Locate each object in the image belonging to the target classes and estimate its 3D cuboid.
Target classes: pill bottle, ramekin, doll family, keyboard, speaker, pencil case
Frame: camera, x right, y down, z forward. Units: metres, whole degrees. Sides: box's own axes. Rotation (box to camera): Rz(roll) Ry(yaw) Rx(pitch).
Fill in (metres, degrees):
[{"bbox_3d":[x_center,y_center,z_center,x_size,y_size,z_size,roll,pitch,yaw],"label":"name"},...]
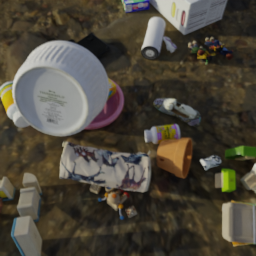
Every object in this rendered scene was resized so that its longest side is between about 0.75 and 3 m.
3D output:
[{"bbox_3d":[-3.988,-0.836,10.139,0.917,0.917,1.627,-25,62,-15],"label":"pill bottle"},{"bbox_3d":[-2.025,-1.042,8.312,2.734,2.734,1.435,7,32,4],"label":"ramekin"},{"bbox_3d":[3.503,-3.205,11.687,1.961,0.769,1.133,-19,42,-6],"label":"doll family"},{"bbox_3d":[-2.259,-3.086,11.894,1.639,0.350,2.730,40,65,15],"label":"keyboard"},{"bbox_3d":[1.165,0.232,9.657,1.156,0.603,0.603,-7,58,-4],"label":"pill bottle"},{"bbox_3d":[1.111,-3.887,12.107,0.787,0.787,1.939,10,59,6],"label":"speaker"},{"bbox_3d":[-0.725,1.134,8.518,2.839,1.104,1.270,10,47,-1],"label":"pencil case"}]

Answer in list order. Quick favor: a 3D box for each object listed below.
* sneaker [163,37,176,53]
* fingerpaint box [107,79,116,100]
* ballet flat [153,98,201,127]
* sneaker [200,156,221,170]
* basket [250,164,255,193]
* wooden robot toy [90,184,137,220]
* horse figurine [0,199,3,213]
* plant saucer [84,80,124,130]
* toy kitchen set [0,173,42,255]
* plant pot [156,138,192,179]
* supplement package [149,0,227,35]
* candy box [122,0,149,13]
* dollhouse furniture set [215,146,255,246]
[{"bbox_3d":[1.699,-3.546,11.942,0.306,0.407,0.817,-15,62,-36],"label":"sneaker"},{"bbox_3d":[-1.523,-1.518,10.127,1.720,0.631,1.435,43,72,10],"label":"fingerpaint box"},{"bbox_3d":[1.811,-0.722,10.229,1.886,0.678,0.678,29,62,17],"label":"ballet flat"},{"bbox_3d":[2.482,1.004,8.326,0.559,0.859,0.343,-31,66,13],"label":"sneaker"},{"bbox_3d":[4.690,1.499,8.489,1.544,1.242,1.531,-33,64,-17],"label":"basket"},{"bbox_3d":[-0.419,2.043,8.448,1.664,0.755,0.733,34,65,19],"label":"wooden robot toy"},{"bbox_3d":[-4.311,2.981,8.036,1.230,0.463,1.856,-3,58,-2],"label":"horse figurine"},{"bbox_3d":[-1.341,-0.889,10.360,2.360,0.598,2.360,0,57,0],"label":"plant saucer"},{"bbox_3d":[-3.421,2.565,8.098,1.698,1.248,2.119,-8,38,-4],"label":"toy kitchen set"},{"bbox_3d":[1.470,0.896,8.963,0.895,1.279,1.279,9,57,25],"label":"plant pot"},{"bbox_3d":[2.727,-6.164,13.014,2.293,1.633,2.944,-27,61,-16],"label":"supplement package"},{"bbox_3d":[0.299,-6.407,13.805,1.211,0.552,1.433,-11,58,-5],"label":"candy box"},{"bbox_3d":[3.480,2.058,8.633,1.446,1.117,2.893,5,77,-5],"label":"dollhouse furniture set"}]
